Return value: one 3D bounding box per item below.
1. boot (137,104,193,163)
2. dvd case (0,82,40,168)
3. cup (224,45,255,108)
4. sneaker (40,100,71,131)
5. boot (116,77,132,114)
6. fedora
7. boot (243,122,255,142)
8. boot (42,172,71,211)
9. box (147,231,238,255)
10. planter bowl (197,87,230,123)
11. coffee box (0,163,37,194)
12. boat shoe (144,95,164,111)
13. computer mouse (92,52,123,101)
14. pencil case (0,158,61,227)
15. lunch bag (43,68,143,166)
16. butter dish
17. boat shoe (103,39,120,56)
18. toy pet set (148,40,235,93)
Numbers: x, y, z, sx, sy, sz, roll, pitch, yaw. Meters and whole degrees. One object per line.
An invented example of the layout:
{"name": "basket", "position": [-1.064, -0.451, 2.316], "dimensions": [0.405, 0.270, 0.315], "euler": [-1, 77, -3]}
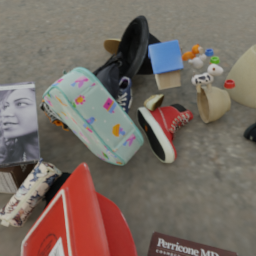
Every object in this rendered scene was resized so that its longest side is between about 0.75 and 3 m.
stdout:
{"name": "boot", "position": [1.482, 0.031, 8.979], "dimensions": [1.810, 0.908, 2.508], "euler": [-8, 39, -12]}
{"name": "dvd case", "position": [-3.523, -0.150, 7.588], "dimensions": [2.059, 0.221, 2.770], "euler": [-7, 55, -14]}
{"name": "cup", "position": [5.150, -2.149, 10.750], "dimensions": [2.474, 1.769, 2.474], "euler": [0, 41, 0]}
{"name": "sneaker", "position": [-2.387, -0.445, 9.282], "dimensions": [1.828, 0.716, 0.706], "euler": [20, 83, 38]}
{"name": "boot", "position": [-0.352, -0.810, 9.760], "dimensions": [0.805, 0.999, 2.213], "euler": [8, 45, 6]}
{"name": "fedora", "position": [0.547, -2.999, 11.337], "dimensions": [1.363, 2.985, 2.985], "euler": [15, 37, -22]}
{"name": "boot", "position": [4.735, 0.195, 8.935], "dimensions": [1.615, 0.617, 1.357], "euler": [-30, 46, -21]}
{"name": "boot", "position": [-1.516, 1.698, 7.190], "dimensions": [1.535, 0.568, 1.258], "euler": [-13, 43, 2]}
{"name": "box", "position": [0.930, 3.194, 4.851], "dimensions": [1.574, 1.558, 1.898], "euler": [10, 42, 11]}
{"name": "planter bowl", "position": [2.963, -0.861, 9.599], "dimensions": [0.842, 1.251, 1.251], "euler": [-12, 42, -2]}
{"name": "coffee box", "position": [-4.040, 0.886, 7.854], "dimensions": [2.599, 1.036, 1.486], "euler": [4, 42, 4]}
{"name": "boat shoe", "position": [0.892, -0.918, 9.478], "dimensions": [0.414, 0.462, 1.249], "euler": [20, 22, 17]}
{"name": "computer mouse", "position": [-0.980, -1.544, 9.748], "dimensions": [0.733, 1.925, 2.780], "euler": [35, 30, -30]}
{"name": "pencil case", "position": [-2.373, 1.592, 6.798], "dimensions": [0.659, 0.757, 1.693], "euler": [35, 79, 6]}
{"name": "lunch bag", "position": [-1.013, -0.296, 7.663], "dimensions": [1.083, 2.810, 2.254], "euler": [-45, 15, -18]}
{"name": "butter dish", "position": [-0.726, 2.568, 5.340], "dimensions": [2.001, 2.707, 2.700], "euler": [27, 21, -30]}
{"name": "boat shoe", "position": [-0.088, -3.858, 13.515], "dimensions": [2.196, 0.782, 0.708], "euler": [14, 35, 6]}
{"name": "toy pet set", "position": [2.012, -2.433, 9.505], "dimensions": [2.550, 1.450, 2.731], "euler": [-10, 39, 3]}
